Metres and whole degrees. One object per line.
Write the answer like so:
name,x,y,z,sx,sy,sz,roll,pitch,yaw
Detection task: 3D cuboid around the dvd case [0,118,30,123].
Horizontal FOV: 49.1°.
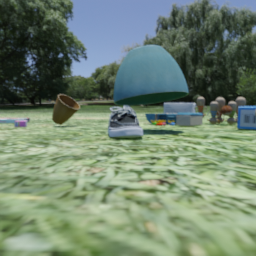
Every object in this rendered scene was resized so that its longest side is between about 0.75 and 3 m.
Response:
dvd case,-6.553,-0.421,15.869,1.605,0.242,2.198,-1,3,-12

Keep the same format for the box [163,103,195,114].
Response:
box,3.134,-0.945,16.948,1.711,1.118,1.702,1,4,19

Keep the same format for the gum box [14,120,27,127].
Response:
gum box,-4.615,-0.182,12.076,0.451,0.263,0.795,-1,4,-15

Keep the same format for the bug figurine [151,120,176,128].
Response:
bug figurine,1.374,-0.162,11.163,0.998,0.257,0.774,-1,5,-38

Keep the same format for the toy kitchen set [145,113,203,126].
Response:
toy kitchen set,1.980,-1.193,13.158,2.657,2.128,1.565,2,4,33

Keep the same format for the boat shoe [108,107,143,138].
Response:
boat shoe,-0.128,-0.184,7.936,0.887,0.820,2.401,0,4,-6

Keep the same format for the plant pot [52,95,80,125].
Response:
plant pot,-2.841,-0.705,12.237,1.041,1.118,1.041,32,19,-12

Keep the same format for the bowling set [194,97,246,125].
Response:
bowling set,4.518,-0.628,13.696,2.564,1.376,1.784,2,23,15

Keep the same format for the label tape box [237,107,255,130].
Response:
label tape box,5.346,-0.380,10.693,1.917,0.885,2.676,3,3,28

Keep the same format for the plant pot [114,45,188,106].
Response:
plant pot,0.666,-1.766,9.349,2.472,1.665,2.472,-7,-2,0

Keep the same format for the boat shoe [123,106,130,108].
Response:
boat shoe,-0.016,-1.323,14.727,0.386,1.128,0.406,4,-9,14
